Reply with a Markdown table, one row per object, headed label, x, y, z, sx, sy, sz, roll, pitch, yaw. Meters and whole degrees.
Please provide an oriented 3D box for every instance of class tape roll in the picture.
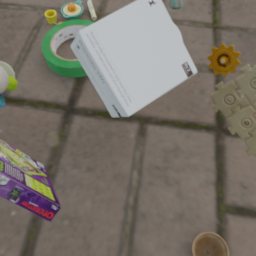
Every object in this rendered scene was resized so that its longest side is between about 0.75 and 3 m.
| label | x | y | z | sx | sy | sz | roll | pitch | yaw |
| --- | --- | --- | --- | --- | --- | --- | --- | --- | --- |
| tape roll | -2.025 | -3.119 | 10.879 | 2.519 | 0.605 | 2.519 | -1 | 62 | 2 |

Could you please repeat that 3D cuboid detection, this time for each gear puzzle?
| label | x | y | z | sx | sy | sz | roll | pitch | yaw |
| --- | --- | --- | --- | --- | --- | --- | --- | --- | --- |
| gear puzzle | 2.774 | -0.637 | 6.420 | 2.922 | 1.513 | 0.383 | 53 | 40 | -2 |

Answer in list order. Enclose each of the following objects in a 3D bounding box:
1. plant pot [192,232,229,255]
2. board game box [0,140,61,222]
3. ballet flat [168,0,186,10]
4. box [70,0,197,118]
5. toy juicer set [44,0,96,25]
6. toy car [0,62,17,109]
| label | x | y | z | sx | sy | sz | roll | pitch | yaw |
| --- | --- | --- | --- | --- | --- | --- | --- | --- | --- |
| plant pot | 2.091 | 3.218 | 7.261 | 0.922 | 0.425 | 0.922 | 0 | 59 | 1 |
| board game box | -2.078 | 0.776 | 5.132 | 1.436 | 2.393 | 0.386 | 42 | 82 | -22 |
| ballet flat | 1.406 | -3.604 | 7.437 | 0.505 | 0.477 | 1.497 | 6 | 42 | 19 |
| box | 0.095 | -1.462 | 5.927 | 1.874 | 1.225 | 1.864 | -33 | 101 | -16 |
| toy juicer set | -2.245 | -4.866 | 11.956 | 2.315 | 0.630 | 1.473 | -31 | 64 | -18 |
| toy car | -3.964 | -1.121 | 7.271 | 1.948 | 1.705 | 1.461 | 15 | 100 | -19 |
